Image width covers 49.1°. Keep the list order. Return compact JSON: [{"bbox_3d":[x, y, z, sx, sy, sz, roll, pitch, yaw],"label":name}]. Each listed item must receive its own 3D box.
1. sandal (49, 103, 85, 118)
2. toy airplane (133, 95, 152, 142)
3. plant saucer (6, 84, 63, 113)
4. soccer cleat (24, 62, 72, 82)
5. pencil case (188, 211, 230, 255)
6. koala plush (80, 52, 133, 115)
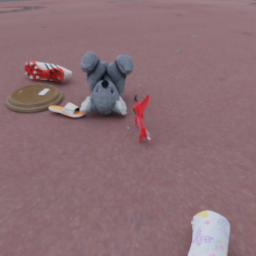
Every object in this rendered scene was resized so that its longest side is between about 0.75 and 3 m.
[{"bbox_3d":[-2.434,-0.770,11.005,1.480,0.424,0.567,13,23,10],"label":"sandal"},{"bbox_3d":[0.417,-0.288,9.523,0.329,1.791,1.791,-6,32,-18],"label":"toy airplane"},{"bbox_3d":[-4.066,-1.360,12.175,2.412,0.355,2.412,0,31,0],"label":"plant saucer"},{"bbox_3d":[-4.083,-2.818,14.151,2.659,0.913,1.133,12,15,25],"label":"soccer cleat"},{"bbox_3d":[1.549,2.479,5.561,0.786,0.721,1.733,26,38,7],"label":"pencil case"},{"bbox_3d":[-0.887,-1.459,11.270,2.107,2.183,2.376,2,53,-6],"label":"koala plush"}]
